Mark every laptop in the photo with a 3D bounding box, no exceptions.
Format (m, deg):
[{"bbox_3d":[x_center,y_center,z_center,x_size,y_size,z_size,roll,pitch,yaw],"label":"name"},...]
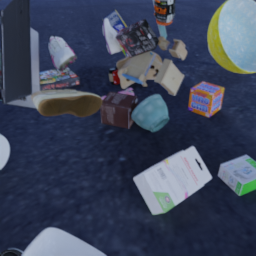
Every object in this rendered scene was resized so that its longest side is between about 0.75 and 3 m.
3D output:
[{"bbox_3d":[-2.829,-2.111,8.426,1.734,2.802,2.992,-2,-2,14],"label":"laptop"}]

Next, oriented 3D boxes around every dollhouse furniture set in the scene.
[{"bbox_3d":[0.803,-1.836,8.256,1.511,1.426,0.986,25,-1,34],"label":"dollhouse furniture set"}]

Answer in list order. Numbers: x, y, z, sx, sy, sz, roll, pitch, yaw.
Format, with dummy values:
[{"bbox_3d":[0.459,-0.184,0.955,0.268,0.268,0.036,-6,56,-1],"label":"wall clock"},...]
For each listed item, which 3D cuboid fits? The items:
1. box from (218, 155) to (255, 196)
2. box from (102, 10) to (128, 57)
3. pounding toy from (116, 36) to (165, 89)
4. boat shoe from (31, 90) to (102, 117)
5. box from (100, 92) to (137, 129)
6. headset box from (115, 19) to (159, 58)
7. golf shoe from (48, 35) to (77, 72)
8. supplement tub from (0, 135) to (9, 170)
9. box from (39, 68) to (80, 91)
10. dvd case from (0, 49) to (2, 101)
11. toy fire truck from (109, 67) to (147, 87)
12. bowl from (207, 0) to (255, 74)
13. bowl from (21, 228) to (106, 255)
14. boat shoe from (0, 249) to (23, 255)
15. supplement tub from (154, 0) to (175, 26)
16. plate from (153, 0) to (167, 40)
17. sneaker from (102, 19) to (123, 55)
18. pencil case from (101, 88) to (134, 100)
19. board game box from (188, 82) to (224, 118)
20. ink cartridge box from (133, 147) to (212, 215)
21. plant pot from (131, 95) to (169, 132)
[{"bbox_3d":[3.319,1.354,8.096,1.030,0.498,0.909,-15,38,-20],"label":"box"},{"bbox_3d":[-0.170,-3.985,12.415,0.725,2.256,0.791,-32,-2,13],"label":"box"},{"bbox_3d":[0.541,-2.227,9.629,2.025,1.158,1.162,-26,45,17],"label":"pounding toy"},{"bbox_3d":[-1.565,-0.727,7.458,2.012,0.726,0.653,-7,41,-45],"label":"boat shoe"},{"bbox_3d":[-0.347,-0.695,10.779,1.173,0.963,0.973,12,37,18],"label":"box"},{"bbox_3d":[0.205,-2.399,7.638,1.016,0.755,0.381,-8,46,41],"label":"headset box"},{"bbox_3d":[-2.380,-2.590,9.591,0.806,1.022,2.219,-40,30,2],"label":"golf shoe"},{"bbox_3d":[-4.915,0.474,8.534,2.267,1.496,1.496,20,38,28],"label":"supplement tub"},{"bbox_3d":[-3.783,-2.356,13.856,2.321,0.437,1.585,-20,38,-28],"label":"box"},{"bbox_3d":[-4.323,-1.760,9.662,0.179,1.627,1.188,10,-2,3],"label":"dvd case"},{"bbox_3d":[0.050,-2.489,13.767,1.599,1.029,1.407,14,34,38],"label":"toy fire truck"},{"bbox_3d":[3.440,-2.863,9.266,2.413,2.413,1.299,-18,4,-26],"label":"bowl"},{"bbox_3d":[-1.094,2.832,4.941,1.889,0.705,1.886,28,13,1],"label":"bowl"},{"bbox_3d":[-1.954,3.124,5.150,0.857,0.707,2.497,-19,38,-27],"label":"boat shoe"},{"bbox_3d":[1.253,-4.191,9.604,0.726,1.185,0.726,-3,51,4],"label":"supplement tub"},{"bbox_3d":[1.319,-4.459,11.501,0.271,2.124,2.124,-13,31,12],"label":"plate"},{"bbox_3d":[-0.453,-2.703,8.234,0.511,1.025,0.384,-16,7,-8],"label":"sneaker"},{"bbox_3d":[-0.446,-1.231,11.939,1.534,0.670,0.670,-22,39,-29],"label":"pencil case"},{"bbox_3d":[3.199,-1.185,11.536,0.992,0.992,0.993,26,41,35],"label":"board game box"},{"bbox_3d":[1.223,1.360,7.494,1.893,0.637,1.108,-23,79,-32],"label":"ink cartridge box"},{"bbox_3d":[0.918,-0.422,10.266,1.364,1.364,0.914,-24,67,-32],"label":"plant pot"}]
